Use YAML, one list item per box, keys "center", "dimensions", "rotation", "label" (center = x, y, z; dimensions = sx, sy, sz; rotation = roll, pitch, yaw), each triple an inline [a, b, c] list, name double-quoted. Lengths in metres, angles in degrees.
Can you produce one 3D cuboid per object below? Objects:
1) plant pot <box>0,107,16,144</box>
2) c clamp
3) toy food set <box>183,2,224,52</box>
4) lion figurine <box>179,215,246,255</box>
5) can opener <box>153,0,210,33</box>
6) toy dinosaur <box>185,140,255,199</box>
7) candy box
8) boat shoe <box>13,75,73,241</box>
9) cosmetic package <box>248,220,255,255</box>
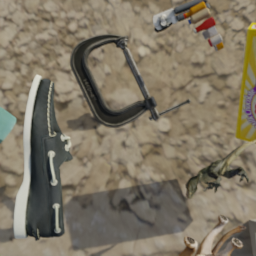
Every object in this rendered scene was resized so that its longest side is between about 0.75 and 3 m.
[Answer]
- center: [-3.476, -0.063, 5.836]
  dimensions: [1.677, 1.677, 1.346]
  rotation: [-45, 119, -8]
  label: "plant pot"
- center: [-0.063, -1.009, 5.849]
  dimensions: [1.911, 0.303, 2.236]
  rotation: [-31, 95, -2]
  label: "c clamp"
- center: [1.395, -1.805, 5.177]
  dimensions: [0.420, 0.445, 0.933]
  rotation: [-25, 101, 16]
  label: "toy food set"
- center: [1.240, 2.561, 5.046]
  dimensions: [0.885, 2.442, 1.496]
  rotation: [40, 118, 43]
  label: "lion figurine"
- center: [1.291, -2.842, 6.997]
  dimensions: [1.434, 0.477, 0.378]
  rotation: [-19, 93, 13]
  label: "can opener"
- center: [1.952, 0.903, 5.778]
  dimensions: [2.000, 0.881, 0.475]
  rotation: [-38, 105, 13]
  label: "toy dinosaur"
- center: [3.206, -0.700, 6.017]
  dimensions: [1.519, 2.972, 0.393]
  rotation: [21, 52, 33]
  label: "candy box"
- center: [-1.355, 0.512, 4.766]
  dimensions: [0.824, 1.033, 2.732]
  rotation: [5, 97, -10]
  label: "boat shoe"
- center: [4.932, 2.985, 7.407]
  dimensions: [2.856, 1.525, 1.288]
  rotation: [-2, 78, 1]
  label: "cosmetic package"
